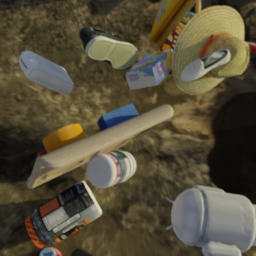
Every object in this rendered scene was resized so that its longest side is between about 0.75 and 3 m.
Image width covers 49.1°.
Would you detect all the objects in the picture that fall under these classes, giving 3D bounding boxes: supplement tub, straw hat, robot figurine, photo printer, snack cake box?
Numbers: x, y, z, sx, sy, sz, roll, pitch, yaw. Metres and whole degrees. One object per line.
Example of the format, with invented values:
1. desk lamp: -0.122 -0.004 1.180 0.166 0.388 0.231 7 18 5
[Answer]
1. supplement tub: -0.285 0.719 5.009 0.590 0.840 0.590 1 92 30
2. straw hat: 2.376 -1.756 6.966 2.477 2.477 1.048 -34 42 -12
3. robot figurine: 1.614 1.724 5.285 1.836 1.037 1.557 8 32 -2
4. supplement tub: -1.812 2.446 7.905 1.899 1.164 1.164 -30 72 -10
5. photo printer: -2.155 -1.442 7.239 0.453 1.304 1.085 -52 47 16
6. snack cake box: 0.636 -1.594 7.558 0.834 0.487 1.450 -4 30 33

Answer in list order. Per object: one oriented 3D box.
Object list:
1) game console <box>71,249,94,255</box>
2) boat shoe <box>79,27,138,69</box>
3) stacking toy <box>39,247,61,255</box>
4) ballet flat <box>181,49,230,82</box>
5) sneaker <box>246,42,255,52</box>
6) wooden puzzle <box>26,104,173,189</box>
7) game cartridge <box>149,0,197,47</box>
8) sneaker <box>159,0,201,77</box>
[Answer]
1. game console: -0.819 4.642 6.864 2.599 1.538 2.219 26 75 7
2. boat shoe: -0.437 -1.832 6.389 0.635 1.916 0.716 51 118 17
3. stacking toy: -2.262 3.935 7.737 0.960 0.448 1.060 38 74 13
4. ballet flat: 1.383 -1.166 5.040 0.961 0.334 0.334 -25 71 2
5. sneaker: 4.138 -2.796 10.317 1.211 0.474 0.699 15 78 19
6. wooden puzzle: -0.845 0.318 6.139 2.774 2.995 0.693 -23 85 -29
7. game cartridge: 1.363 -3.719 6.992 0.427 2.322 2.634 19 69 -13
8. sneaker: 1.536 -2.787 8.190 0.936 1.125 2.498 11 82 -4
